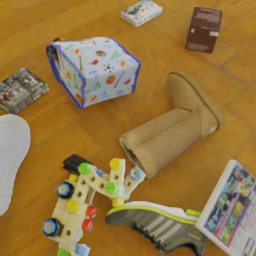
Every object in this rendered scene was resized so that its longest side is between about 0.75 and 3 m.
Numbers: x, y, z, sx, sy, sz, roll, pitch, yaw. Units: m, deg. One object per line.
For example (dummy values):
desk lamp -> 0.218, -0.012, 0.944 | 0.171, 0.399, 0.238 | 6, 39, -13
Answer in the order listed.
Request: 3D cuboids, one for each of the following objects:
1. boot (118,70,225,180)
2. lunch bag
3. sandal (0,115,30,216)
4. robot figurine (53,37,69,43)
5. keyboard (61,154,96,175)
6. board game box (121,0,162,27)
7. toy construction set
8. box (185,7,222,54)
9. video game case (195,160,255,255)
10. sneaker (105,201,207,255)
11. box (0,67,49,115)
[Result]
boot -> 1.002, -0.274, 8.168 | 2.909, 0.962, 2.547 | -29, 60, -17
lunch bag -> -1.154, -1.938, 8.735 | 2.053, 1.496, 2.415 | -21, 56, -31
sandal -> -3.497, 0.898, 7.433 | 0.737, 1.220, 2.998 | -25, 44, 32
robot figurine -> -2.592, -3.056, 10.486 | 0.631, 0.253, 0.870 | 22, 59, 14
keyboard -> -1.386, 0.961, 7.393 | 0.599, 0.228, 1.152 | -39, 33, -26
board game box -> 0.573, -4.820, 11.686 | 1.500, 0.260, 0.947 | -36, 63, -22
toy construction set -> -0.857, 1.915, 6.186 | 1.799, 1.264, 2.744 | 11, 57, 20
box -> 2.802, -3.643, 10.405 | 1.049, 1.038, 1.264 | 14, 57, 9
video game case -> 2.526, 1.940, 6.443 | 1.647, 0.208, 1.807 | 42, 69, -15
sneaker -> 0.671, 2.328, 6.434 | 2.471, 0.913, 1.000 | 6, 59, 6
box -> -3.574, -1.213, 9.140 | 1.200, 0.379, 1.522 | 36, 63, 22
